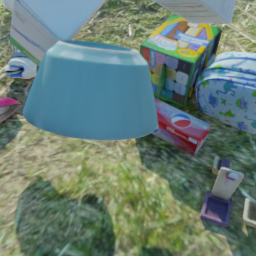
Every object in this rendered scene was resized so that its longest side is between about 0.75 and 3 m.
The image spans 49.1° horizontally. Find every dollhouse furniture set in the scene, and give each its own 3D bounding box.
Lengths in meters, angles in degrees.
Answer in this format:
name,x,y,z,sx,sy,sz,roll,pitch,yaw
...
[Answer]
name,x,y,z,sx,sy,sz,roll,pitch,yaw
dollhouse furniture set,2.865,1.325,6.143,2.029,1.440,1.608,17,52,14

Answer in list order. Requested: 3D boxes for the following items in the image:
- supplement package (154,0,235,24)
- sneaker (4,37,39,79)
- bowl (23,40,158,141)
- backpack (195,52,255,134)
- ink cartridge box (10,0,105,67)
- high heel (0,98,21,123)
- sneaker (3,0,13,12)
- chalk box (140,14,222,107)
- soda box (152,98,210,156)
name,x,y,z,sx,sy,sz,roll,pitch,yaw
supplement package,1.521,-2.970,6.023,1.029,1.025,1.754,18,12,38
sneaker,-3.833,-2.542,9.779,2.299,0.926,1.684,32,52,18
bowl,-0.529,-0.753,4.610,2.261,1.183,2.261,8,20,-3
backpack,3.283,-0.995,7.717,2.161,2.293,2.811,-38,52,-12
ink cartridge box,-1.458,-2.457,5.971,1.076,2.563,1.856,42,74,-19
high heel,-3.915,-0.179,7.955,0.959,0.673,2.000,3,36,16
sneaker,-2.523,-3.875,8.115,2.304,0.898,1.145,-22,65,3
chalk box,1.442,-1.988,8.778,1.737,1.749,2.803,27,53,21
soda box,1.132,-0.138,7.896,2.154,0.683,0.754,29,55,22
